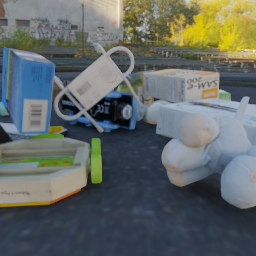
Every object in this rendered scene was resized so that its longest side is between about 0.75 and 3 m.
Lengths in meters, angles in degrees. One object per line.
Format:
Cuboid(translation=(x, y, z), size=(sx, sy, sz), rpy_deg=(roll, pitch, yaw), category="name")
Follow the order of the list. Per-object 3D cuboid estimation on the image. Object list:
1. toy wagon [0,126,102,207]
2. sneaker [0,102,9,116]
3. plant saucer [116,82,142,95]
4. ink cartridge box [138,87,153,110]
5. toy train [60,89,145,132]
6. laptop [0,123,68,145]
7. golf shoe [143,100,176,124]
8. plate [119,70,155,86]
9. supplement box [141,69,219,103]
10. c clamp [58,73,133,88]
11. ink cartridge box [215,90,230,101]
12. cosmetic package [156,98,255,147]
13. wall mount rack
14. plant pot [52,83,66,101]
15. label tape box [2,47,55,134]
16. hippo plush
Cuboid(translation=(-1.491, 0.497, 4.806), size=(2.057, 0.525, 2.651), rpy_deg=(-1, 13, -6), category="toy wagon")
Cuboid(translation=(-3.843, -0.800, 10.177), size=(1.114, 0.619, 1.592), rpy_deg=(1, 23, -4), category="sneaker")
Cuboid(translation=(0.454, -1.880, 13.099), size=(2.305, 0.552, 2.302), rpy_deg=(-16, 17, 2), category="plant saucer")
Cuboid(translation=(0.660, -1.091, 10.466), size=(0.359, 0.867, 0.636), rpy_deg=(3, 6, 31), category="ink cartridge box")
Cuboid(translation=(-0.769, -0.632, 8.200), size=(2.763, 1.198, 1.579), rpy_deg=(11, 11, 39), category="toy train")
Cuboid(translation=(-3.319, -0.455, 6.217), size=(2.768, 1.713, 2.956), rpy_deg=(6, 15, 20), category="laptop")
Cuboid(translation=(1.366, -0.422, 8.332), size=(1.858, 0.727, 0.903), rpy_deg=(-9, 22, -28), category="golf shoe")
Cuboid(translation=(0.351, -2.051, 11.807), size=(1.684, 0.215, 1.684), rpy_deg=(-17, 1, 0), category="plate")
Cuboid(translation=(1.590, -1.391, 8.953), size=(1.382, 0.806, 2.193), rpy_deg=(-14, 21, -29), category="supplement box")
Cuboid(translation=(-1.118, -1.540, 9.020), size=(2.497, 0.338, 2.133), rpy_deg=(-9, 15, 2), category="c clamp")
Cuboid(translation=(2.603, -1.039, 10.677), size=(2.184, 0.735, 1.279), rpy_deg=(0, 14, 3), category="ink cartridge box")
Cuboid(translation=(2.341, -0.145, 6.648), size=(2.108, 0.722, 2.796), rpy_deg=(19, 21, 38), category="cosmetic package")
Cuboid(translation=(-0.611, -0.812, 6.253), size=(2.020, 1.755, 0.753), rpy_deg=(-40, 23, -2), category="wall mount rack")
Cuboid(translation=(-3.503, -1.703, 13.380), size=(1.692, 0.781, 1.692), rpy_deg=(0, 13, 0), category="plant pot")
Cuboid(translation=(-2.019, -0.808, 5.496), size=(0.574, 1.308, 1.815), rpy_deg=(-1, 22, -32), category="label tape box")
Cuboid(translation=(1.390, 0.542, 3.815), size=(1.643, 1.308, 1.321), rpy_deg=(-13, 46, -37), category="hippo plush")
